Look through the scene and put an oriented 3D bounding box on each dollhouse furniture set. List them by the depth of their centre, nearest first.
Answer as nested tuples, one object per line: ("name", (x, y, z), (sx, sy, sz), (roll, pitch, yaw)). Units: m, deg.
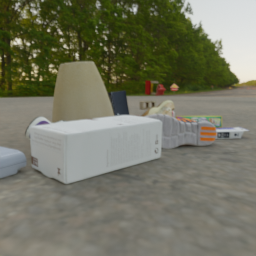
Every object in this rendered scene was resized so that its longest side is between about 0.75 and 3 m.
("dollhouse furniture set", (0.888, -0.799, 11.017), (0.848, 2.085, 1.122), (-4, 11, -25))

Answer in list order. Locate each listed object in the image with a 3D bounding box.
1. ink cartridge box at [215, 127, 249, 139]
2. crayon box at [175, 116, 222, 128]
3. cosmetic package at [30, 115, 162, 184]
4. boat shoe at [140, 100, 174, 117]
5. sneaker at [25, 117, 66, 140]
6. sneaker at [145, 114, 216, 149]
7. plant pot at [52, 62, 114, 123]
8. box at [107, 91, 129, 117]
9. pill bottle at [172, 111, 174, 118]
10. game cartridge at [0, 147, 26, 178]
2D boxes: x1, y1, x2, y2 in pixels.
("ink cartridge box", (3.576, 0.197, 10.460), (1.630, 0.320, 0.811), (-2, 8, -4))
("crayon box", (2.844, -0.201, 11.612), (1.745, 0.509, 1.505), (0, -1, 7))
("cosmetic package", (-0.663, 0.360, 6.810), (1.500, 1.092, 2.951), (9, 12, 44))
("boat shoe", (1.194, -0.415, 10.123), (0.812, 0.731, 2.250), (-46, -11, 31))
("sneaker", (-1.944, 0.370, 8.123), (1.028, 0.889, 2.347), (33, 4, 12))
("sneaker", (1.396, 0.120, 9.288), (2.693, 1.045, 1.509), (8, 2, -15))
("plant pot", (-1.723, -1.055, 10.332), (2.447, 2.613, 2.447), (-5, 9, 1))
("box", (-0.935, -1.230, 15.406), (0.976, 1.385, 1.872), (-13, 8, -38))
("pill bottle", (2.007, -0.688, 15.274), (0.932, 0.520, 0.520), (4, 7, -14))
("game cartridge", (-3.925, 0.749, 6.229), (2.801, 0.567, 1.868), (5, 14, 31))
